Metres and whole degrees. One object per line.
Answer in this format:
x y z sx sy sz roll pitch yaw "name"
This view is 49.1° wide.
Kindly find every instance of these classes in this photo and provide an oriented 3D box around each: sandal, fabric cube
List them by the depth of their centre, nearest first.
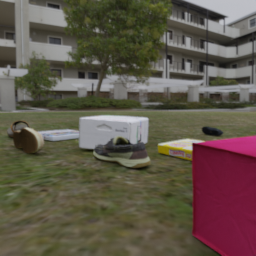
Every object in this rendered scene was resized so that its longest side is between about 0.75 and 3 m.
1.683 0.832 3.357 1.328 1.332 1.307 -5 8 -23 "fabric cube"
-5.138 0.055 13.169 1.077 0.719 2.635 -22 18 -22 "sandal"

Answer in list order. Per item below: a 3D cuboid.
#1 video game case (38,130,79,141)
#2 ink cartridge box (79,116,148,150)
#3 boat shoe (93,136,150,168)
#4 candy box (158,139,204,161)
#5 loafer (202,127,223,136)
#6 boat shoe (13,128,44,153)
-3.277 0.347 13.655 2.063 0.260 2.264 5 6 42 "video game case"
-0.460 0.155 10.790 1.924 1.115 2.657 4 6 17 "ink cartridge box"
-0.231 0.613 8.217 0.843 0.776 2.360 -5 7 -36 "boat shoe"
2.417 0.751 8.741 1.488 0.384 2.911 -9 10 -33 "candy box"
4.348 0.193 14.509 0.442 0.428 1.259 2 8 -31 "loafer"
-3.466 0.414 10.118 0.782 0.869 2.409 -6 2 -36 "boat shoe"
